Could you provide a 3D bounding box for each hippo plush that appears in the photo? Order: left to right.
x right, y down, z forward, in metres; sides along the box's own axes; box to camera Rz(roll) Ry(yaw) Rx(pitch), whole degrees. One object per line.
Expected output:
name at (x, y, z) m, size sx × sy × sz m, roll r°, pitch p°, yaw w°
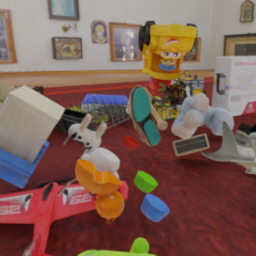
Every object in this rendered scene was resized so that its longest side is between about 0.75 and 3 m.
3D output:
hippo plush at (2.115, -0.174, 7.861) m, size 1.397 × 1.384 × 1.738 m, roll 24°, pitch 11°, yaw -7°

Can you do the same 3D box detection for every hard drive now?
hard drive at (-0.921, -1.067, 11.944) m, size 1.916 × 0.368 × 2.904 m, roll 2°, pitch 13°, yaw -5°

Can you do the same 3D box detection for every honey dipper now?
honey dipper at (0.772, -0.634, 9.351) m, size 0.510 × 0.510 × 2.685 m, roll -3°, pitch 31°, yaw -12°

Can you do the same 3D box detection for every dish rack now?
dish rack at (-0.970, -0.500, 9.028) m, size 2.090 × 0.743 × 2.724 m, roll 15°, pitch 29°, yaw 42°

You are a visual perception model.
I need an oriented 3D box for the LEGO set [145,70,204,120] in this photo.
LEGO set at (1.701, -1.438, 11.065) m, size 2.254 × 1.698 × 2.931 m, roll 0°, pitch 14°, yaw -2°

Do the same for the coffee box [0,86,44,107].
coffee box at (-4.696, -0.959, 10.449) m, size 2.712 × 1.082 × 1.533 m, roll 1°, pitch 15°, yaw 2°

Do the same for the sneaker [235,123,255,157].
sneaker at (3.338, 0.214, 6.432) m, size 1.900 × 0.831 × 0.701 m, roll 0°, pitch 15°, yaw 0°

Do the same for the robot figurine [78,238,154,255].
robot figurine at (-0.084, 1.351, 2.236) m, size 1.139 × 0.659 × 0.999 m, roll -10°, pitch 8°, yaw 30°

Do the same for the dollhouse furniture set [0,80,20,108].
dollhouse furniture set at (-3.523, -0.359, 7.355) m, size 2.236 × 1.243 × 1.978 m, roll 38°, pitch 18°, yaw -29°

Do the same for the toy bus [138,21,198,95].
toy bus at (1.425, -2.715, 11.311) m, size 2.004 × 2.835 × 2.953 m, roll 3°, pitch 10°, yaw -6°

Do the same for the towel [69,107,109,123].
towel at (-1.831, -0.500, 10.425) m, size 1.054 × 0.221 × 2.449 m, roll -11°, pitch 18°, yaw -38°

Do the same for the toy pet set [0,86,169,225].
toy pet set at (-1.120, 0.661, 4.622) m, size 2.677 × 1.522 × 2.867 m, roll 31°, pitch 10°, yaw -13°

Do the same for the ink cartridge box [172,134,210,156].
ink cartridge box at (1.324, 0.374, 5.919) m, size 0.693 × 0.316 × 0.841 m, roll -14°, pitch -8°, yaw 10°

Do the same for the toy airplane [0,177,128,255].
toy airplane at (-1.025, 1.189, 3.484) m, size 2.283 × 0.420 × 2.283 m, roll -5°, pitch 16°, yaw 1°

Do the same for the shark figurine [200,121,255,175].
shark figurine at (2.480, 0.375, 4.750) m, size 1.745 × 1.219 × 2.921 m, roll 30°, pitch -1°, yaw 5°

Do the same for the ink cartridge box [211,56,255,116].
ink cartridge box at (4.175, -1.636, 10.830) m, size 1.621 × 2.197 × 0.940 m, roll -7°, pitch 16°, yaw -25°

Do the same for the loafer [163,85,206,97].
loafer at (3.105, -2.047, 15.134) m, size 2.337 × 0.834 × 0.853 m, roll -2°, pitch 15°, yaw -6°

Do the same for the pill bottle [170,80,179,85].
pill bottle at (2.820, -2.494, 16.899) m, size 0.816 × 0.816 × 1.474 m, roll 14°, pitch 21°, yaw 42°

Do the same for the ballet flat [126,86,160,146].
ballet flat at (0.241, -0.243, 6.100) m, size 0.544 × 1.597 × 0.537 m, roll -38°, pitch 38°, yaw -24°
